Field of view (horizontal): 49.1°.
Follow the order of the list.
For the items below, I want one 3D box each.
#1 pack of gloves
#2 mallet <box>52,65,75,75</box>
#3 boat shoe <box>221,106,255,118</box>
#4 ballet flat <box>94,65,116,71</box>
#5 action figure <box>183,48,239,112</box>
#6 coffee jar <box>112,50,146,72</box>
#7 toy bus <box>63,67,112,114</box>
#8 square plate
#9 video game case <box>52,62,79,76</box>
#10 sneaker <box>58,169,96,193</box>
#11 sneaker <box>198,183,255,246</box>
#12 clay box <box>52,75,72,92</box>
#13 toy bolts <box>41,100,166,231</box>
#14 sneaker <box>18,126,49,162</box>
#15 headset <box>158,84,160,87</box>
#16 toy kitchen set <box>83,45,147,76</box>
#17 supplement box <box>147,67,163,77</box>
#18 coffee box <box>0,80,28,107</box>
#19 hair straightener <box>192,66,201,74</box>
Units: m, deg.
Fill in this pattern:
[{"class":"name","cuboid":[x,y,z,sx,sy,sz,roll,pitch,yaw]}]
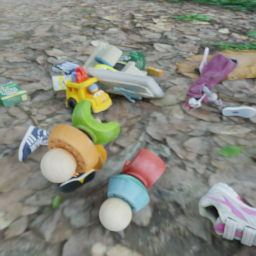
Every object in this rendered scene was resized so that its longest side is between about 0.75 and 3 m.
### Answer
[{"class":"pack of gloves","cuboid":[-0.017,-1.281,11.332,1.570,0.310,1.319,11,-2,-22]},{"class":"mallet","cuboid":[-3.298,-2.880,14.152,1.271,0.262,0.419,20,40,0]},{"class":"boat shoe","cuboid":[4.253,-0.679,10.848,1.247,0.436,0.413,-1,37,11]},{"class":"ballet flat","cuboid":[-0.788,-2.237,11.326,1.332,0.445,0.447,20,16,5]},{"class":"action figure","cuboid":[2.992,-1.810,11.003,2.662,1.783,1.982,-46,72,-2]},{"class":"coffee jar","cuboid":[-0.184,-2.957,13.735,1.361,1.113,2.609,12,35,20]},{"class":"toy bus","cuboid":[-1.627,-1.501,10.888,1.735,1.665,1.177,14,32,34]},{"class":"square plate","cuboid":[-0.022,-1.733,11.414,2.640,0.375,2.615,12,-3,19]},{"class":"video game case","cuboid":[-3.292,-3.151,14.852,0.961,0.241,1.061,22,39,31]},{"class":"sneaker","cuboid":[-1.357,1.252,7.048,1.073,0.375,0.483,-22,42,-38]},{"class":"sneaker","cuboid":[2.439,2.147,6.155,0.978,0.902,2.218,-21,30,-27]},{"class":"clay box","cuboid":[-2.744,-1.964,12.328,1.113,0.640,0.265,-9,-8,-21]},{"class":"toy bolts","cuboid":[-0.809,1.202,6.910,2.788,2.663,1.934,36,54,0]},{"class":"sneaker","cuboid":[-2.908,0.519,8.753,0.725,0.469,1.337,13,46,-6]},{"class":"headset","cuboid":[0.959,-1.813,12.160,0.852,0.400,0.526,8,52,-19]},{"class":"toy kitchen set","cuboid":[-0.698,-2.611,13.017,2.047,1.505,2.555,34,2,-26]},{"class":"supplement box","cuboid":[1.369,-2.887,14.395,0.885,0.294,0.304,28,42,35]},{"class":"coffee box","cuboid":[-5.272,-1.529,12.187,1.110,0.397,1.805,-26,41,-34]},{"class":"hair straightener","cuboid":[3.675,-2.994,14.598,0.469,0.249,1.218,-7,34,-11]}]
